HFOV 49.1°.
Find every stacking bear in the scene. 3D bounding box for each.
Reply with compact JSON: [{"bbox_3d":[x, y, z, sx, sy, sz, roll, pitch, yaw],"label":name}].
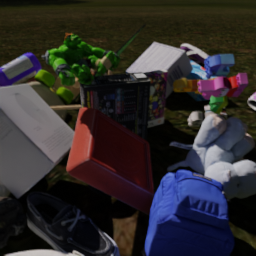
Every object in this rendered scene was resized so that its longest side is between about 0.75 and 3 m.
[{"bbox_3d":[-2.749,-0.991,9.375,0.893,0.953,1.570,-17,40,-41],"label":"stacking bear"}]

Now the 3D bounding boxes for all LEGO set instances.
[{"bbox_3d":[2.799,-0.474,8.963,0.630,0.207,0.843,-6,29,14],"label":"LEGO set"},{"bbox_3d":[1.820,-0.941,7.150,1.218,2.969,1.132,-1,72,2],"label":"LEGO set"}]

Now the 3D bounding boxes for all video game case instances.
[{"bbox_3d":[0.398,-0.727,7.961,1.523,1.680,0.301,-16,33,-28],"label":"video game case"}]

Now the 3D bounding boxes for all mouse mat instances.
[{"bbox_3d":[-0.626,-1.805,8.113,2.102,0.098,2.612,-52,10,-32],"label":"mouse mat"}]

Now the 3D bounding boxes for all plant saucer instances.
[{"bbox_3d":[-0.193,0.508,5.453,1.855,0.341,1.859,33,32,-24],"label":"plant saucer"}]

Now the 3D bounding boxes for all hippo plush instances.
[{"bbox_3d":[1.888,0.645,5.629,1.843,1.468,1.482,-2,28,-5],"label":"hippo plush"}]

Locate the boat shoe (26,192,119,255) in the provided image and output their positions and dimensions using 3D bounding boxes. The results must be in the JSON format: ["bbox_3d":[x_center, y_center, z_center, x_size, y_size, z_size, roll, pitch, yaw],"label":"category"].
[{"bbox_3d":[-0.982,1.616,4.644,1.945,0.659,0.698,20,32,32],"label":"boat shoe"}]

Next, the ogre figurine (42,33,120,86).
[{"bbox_3d":[-1.030,-1.412,5.915,1.044,0.854,1.742,33,58,17],"label":"ogre figurine"}]

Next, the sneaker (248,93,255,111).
[{"bbox_3d":[4.830,-0.730,9.196,0.991,0.630,1.738,-28,31,-33],"label":"sneaker"}]

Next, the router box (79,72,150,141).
[{"bbox_3d":[-0.323,-0.252,6.711,1.515,2.021,0.628,-8,32,-16],"label":"router box"}]

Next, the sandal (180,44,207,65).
[{"bbox_3d":[3.367,-3.661,14.445,0.650,1.077,2.646,-45,36,3],"label":"sandal"}]

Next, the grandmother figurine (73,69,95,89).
[{"bbox_3d":[-1.191,-1.582,10.173,0.607,1.215,2.004,-3,0,29],"label":"grandmother figurine"}]

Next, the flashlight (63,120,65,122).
[{"bbox_3d":[-2.431,-0.136,8.262,1.090,0.370,0.369,-23,11,-34],"label":"flashlight"}]

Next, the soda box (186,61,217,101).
[{"bbox_3d":[2.616,-1.931,11.108,0.866,0.819,2.553,-6,29,-11],"label":"soda box"}]

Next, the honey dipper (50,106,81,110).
[{"bbox_3d":[-1.538,-0.496,7.039,1.538,0.292,0.292,-2,28,8],"label":"honey dipper"}]

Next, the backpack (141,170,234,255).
[{"bbox_3d":[1.011,1.325,4.433,1.202,1.241,1.479,22,19,3],"label":"backpack"}]

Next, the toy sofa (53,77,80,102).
[{"bbox_3d":[-2.253,-1.762,10.880,0.957,1.127,2.310,20,24,-14],"label":"toy sofa"}]

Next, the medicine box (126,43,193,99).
[{"bbox_3d":[1.168,-2.211,10.692,1.688,0.954,1.853,-46,42,-8],"label":"medicine box"}]

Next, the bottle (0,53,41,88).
[{"bbox_3d":[-4.184,-1.701,9.577,2.404,0.785,1.004,-40,22,-28],"label":"bottle"}]

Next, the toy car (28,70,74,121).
[{"bbox_3d":[-2.751,-0.643,8.109,1.833,1.446,1.506,4,59,48],"label":"toy car"}]

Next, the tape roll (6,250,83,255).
[{"bbox_3d":[-1.210,2.654,2.826,3.008,0.550,3.008,0,28,0],"label":"tape roll"}]

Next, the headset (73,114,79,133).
[{"bbox_3d":[-1.252,-0.117,7.478,0.766,1.007,1.630,15,54,-13],"label":"headset"}]

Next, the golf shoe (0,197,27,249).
[{"bbox_3d":[-2.780,1.766,4.442,2.172,0.844,1.026,-18,17,-34],"label":"golf shoe"}]

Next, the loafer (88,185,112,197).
[{"bbox_3d":[-0.239,1.172,5.651,1.172,0.398,0.411,10,8,-17],"label":"loafer"}]

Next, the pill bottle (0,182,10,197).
[{"bbox_3d":[-2.689,0.699,6.047,0.951,0.951,1.717,0,27,1],"label":"pill bottle"}]

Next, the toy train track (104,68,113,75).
[{"bbox_3d":[-0.419,-1.848,10.643,0.235,0.830,1.447,11,2,43],"label":"toy train track"}]

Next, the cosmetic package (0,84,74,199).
[{"bbox_3d":[-1.997,0.148,5.346,1.661,1.021,1.656,46,13,-5],"label":"cosmetic package"}]
